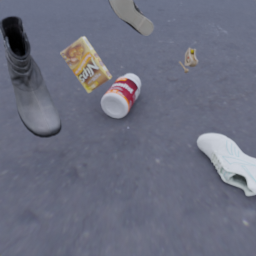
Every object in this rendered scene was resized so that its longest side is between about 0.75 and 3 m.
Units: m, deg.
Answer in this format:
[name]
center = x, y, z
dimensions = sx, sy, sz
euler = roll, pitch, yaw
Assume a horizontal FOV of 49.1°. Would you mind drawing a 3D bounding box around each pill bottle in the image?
[pill bottle]
center = -0.204, -1.351, 11.206
dimensions = 1.112, 1.112, 1.969
euler = 13, 42, 16

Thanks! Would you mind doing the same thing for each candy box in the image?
[candy box]
center = -1.312, -1.971, 8.838
dimensions = 0.877, 1.520, 0.420
euler = -30, 13, 20

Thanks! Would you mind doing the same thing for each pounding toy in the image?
[pounding toy]
center = 2.338, -2.643, 10.845
dimensions = 0.544, 0.542, 0.948
euler = 8, 78, -17

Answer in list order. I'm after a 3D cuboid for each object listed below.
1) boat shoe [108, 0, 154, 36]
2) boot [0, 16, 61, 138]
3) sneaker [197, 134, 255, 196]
[boat shoe]
center = 0.009, -4.309, 10.423
dimensions = 0.810, 2.422, 0.690
euler = -49, 44, 11
[boot]
center = -2.472, -1.188, 6.814
dimensions = 0.956, 1.803, 2.739
euler = -25, 72, -22
[sneaker]
center = 3.057, 1.040, 8.543
dimensions = 1.020, 0.895, 2.545
euler = -31, 49, -28
